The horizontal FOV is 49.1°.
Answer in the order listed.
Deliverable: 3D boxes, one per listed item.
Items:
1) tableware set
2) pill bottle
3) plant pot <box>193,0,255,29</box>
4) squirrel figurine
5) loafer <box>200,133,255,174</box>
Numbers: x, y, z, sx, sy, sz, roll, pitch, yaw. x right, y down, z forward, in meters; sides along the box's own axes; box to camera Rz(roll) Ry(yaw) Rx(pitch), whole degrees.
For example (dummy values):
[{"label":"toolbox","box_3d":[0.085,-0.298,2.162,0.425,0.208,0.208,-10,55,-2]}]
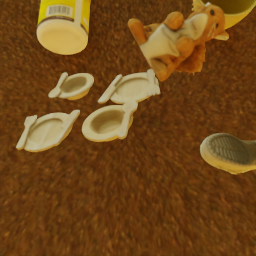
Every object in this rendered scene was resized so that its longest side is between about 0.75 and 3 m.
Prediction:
[{"label":"tableware set","box_3d":[-0.778,-0.459,5.626,2.810,0.326,2.348,-2,42,21]},{"label":"pill bottle","box_3d":[-2.083,-4.066,9.344,1.588,1.588,2.907,0,70,0]},{"label":"plant pot","box_3d":[3.053,-4.106,9.431,2.016,1.431,2.016,1,71,-2]},{"label":"squirrel figurine","box_3d":[1.374,-2.176,6.988,2.015,2.159,1.528,-31,77,8]},{"label":"loafer","box_3d":[2.159,0.614,5.702,1.958,0.669,0.741,11,53,-30]}]
